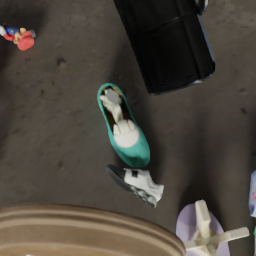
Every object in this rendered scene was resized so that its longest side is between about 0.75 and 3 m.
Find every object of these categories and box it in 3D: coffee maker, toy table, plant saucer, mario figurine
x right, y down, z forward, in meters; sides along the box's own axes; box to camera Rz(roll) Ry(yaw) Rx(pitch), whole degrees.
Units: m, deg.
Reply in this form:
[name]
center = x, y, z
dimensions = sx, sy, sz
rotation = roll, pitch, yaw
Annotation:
[coffee maker]
center = 0.675, -2.243, 6.359
dimensions = 1.914, 2.842, 2.730
rotation = -4, 27, 47
[toy table]
center = 1.803, 2.613, 6.502
dimensions = 1.687, 1.074, 1.835
rotation = -21, 64, -11
[plant saucer]
center = -0.627, 1.774, 3.852
dimensions = 2.800, 2.800, 0.412
rotation = 5, 52, 3
[mario figurine]
center = -3.958, -3.414, 9.920
dimensions = 1.576, 0.835, 0.973
rotation = 28, 67, 17

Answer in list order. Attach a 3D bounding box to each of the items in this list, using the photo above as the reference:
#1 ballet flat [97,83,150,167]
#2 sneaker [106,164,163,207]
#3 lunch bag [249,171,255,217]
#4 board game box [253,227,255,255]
[ballet flat]
center = -0.243, -0.167, 8.036
dimensions = 0.943, 0.986, 2.801
rotation = -25, 64, 0
[sneaker]
center = 0.191, 1.355, 7.479
dimensions = 1.646, 0.610, 0.728
rotation = 33, 66, 6
[lunch bag]
center = 3.732, 1.763, 7.138
dimensions = 1.050, 0.787, 1.238
rotation = 14, 69, 8
[board game box]
center = 4.249, 3.957, 6.154
dimensions = 2.959, 0.383, 2.960
rotation = 11, 62, 7
